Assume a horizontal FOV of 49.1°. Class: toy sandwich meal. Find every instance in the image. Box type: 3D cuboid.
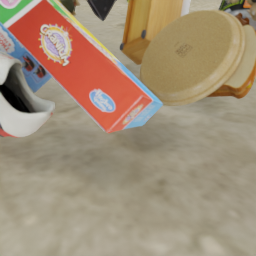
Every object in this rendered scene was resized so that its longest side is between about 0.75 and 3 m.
[{"bbox_3d":[1.092,-1.072,4.532,1.965,0.673,1.965,-20,55,30],"label":"toy sandwich meal"}]

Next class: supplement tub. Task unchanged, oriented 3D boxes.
[{"bbox_3d":[2.786,-2.449,6.374,1.546,1.546,2.523,15,63,23],"label":"supplement tub"}]

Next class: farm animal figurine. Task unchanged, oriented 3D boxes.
[{"bbox_3d":[2.265,-2.172,4.722,1.161,1.148,0.605,-20,25,33],"label":"farm animal figurine"}]

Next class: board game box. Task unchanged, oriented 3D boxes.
[{"bbox_3d":[-2.561,-1.777,4.149,2.112,2.792,0.511,14,58,48],"label":"board game box"},{"bbox_3d":[-0.581,-0.873,3.097,2.120,0.427,1.622,45,11,7],"label":"board game box"}]

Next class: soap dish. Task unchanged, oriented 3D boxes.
[{"bbox_3d":[0.672,-3.053,7.292,1.030,2.536,1.995,8,2,-23],"label":"soap dish"}]

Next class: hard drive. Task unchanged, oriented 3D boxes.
[{"bbox_3d":[-0.516,-4.065,7.564,0.412,1.948,1.314,27,0,13],"label":"hard drive"}]

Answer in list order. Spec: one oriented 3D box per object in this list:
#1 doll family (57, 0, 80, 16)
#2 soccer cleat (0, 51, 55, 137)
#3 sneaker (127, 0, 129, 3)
[{"bbox_3d":[-2.418,-3.777,8.158,1.171,2.984,1.725,33,70,30],"label":"doll family"},{"bbox_3d":[-1.807,-0.759,3.279,0.942,2.211,0.759,-21,32,30],"label":"soccer cleat"},{"bbox_3d":[0.210,-4.624,9.972,0.536,0.543,1.421,-17,49,23],"label":"sneaker"}]
